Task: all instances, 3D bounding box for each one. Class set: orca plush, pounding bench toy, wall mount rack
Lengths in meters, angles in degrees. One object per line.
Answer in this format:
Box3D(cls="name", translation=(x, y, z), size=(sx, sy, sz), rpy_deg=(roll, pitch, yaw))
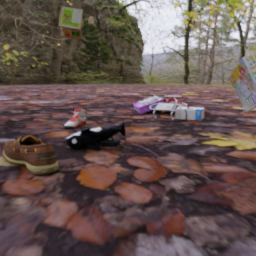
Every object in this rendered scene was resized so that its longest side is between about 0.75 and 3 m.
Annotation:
Box3D(cls="orca plush", translation=(-0.841, 0.378, 7.866), size=(1.687, 0.600, 0.888), rpy_deg=(-8, -23, -24))
Box3D(cls="pounding bench toy", translation=(-2.170, -4.429, 12.102), size=(1.423, 0.884, 1.110), rpy_deg=(7, -8, -6))
Box3D(cls="wall mount rack", translation=(1.812, -0.888, 12.885), size=(1.512, 0.564, 1.314), rpy_deg=(6, 41, 30))

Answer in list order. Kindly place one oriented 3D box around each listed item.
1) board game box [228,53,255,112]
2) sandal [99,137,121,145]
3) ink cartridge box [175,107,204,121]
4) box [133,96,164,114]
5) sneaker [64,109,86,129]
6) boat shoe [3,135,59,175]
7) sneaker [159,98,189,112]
Box3D(cls="board game box", translation=(2.747, -0.961, 6.357), size=(0.250, 0.984, 1.463), rpy_deg=(-25, -10, 6))
Box3D(cls="sandal", translation=(-0.865, 0.299, 8.430), size=(1.356, 0.325, 0.510), rpy_deg=(6, 13, 26))
Box3D(cls="ink cartridge box", translation=(2.806, -0.659, 12.775), size=(1.191, 0.502, 0.861), rpy_deg=(4, 12, 21))
Box3D(cls="box", translation=(1.069, -1.258, 15.076), size=(1.342, 0.384, 1.962), rpy_deg=(-20, 13, -3))
Box3D(cls="sneaker", translation=(-2.091, -0.390, 10.965), size=(0.425, 0.682, 1.273), rpy_deg=(5, 12, 25))
Box3D(cls="boat shoe", translation=(-2.295, 0.493, 6.517), size=(2.044, 0.690, 0.736), rpy_deg=(11, 16, 44))
Box3D(cls="sneaker", translation=(2.403, -0.988, 14.581), size=(1.174, 0.797, 2.033), rpy_deg=(22, -1, -14))
